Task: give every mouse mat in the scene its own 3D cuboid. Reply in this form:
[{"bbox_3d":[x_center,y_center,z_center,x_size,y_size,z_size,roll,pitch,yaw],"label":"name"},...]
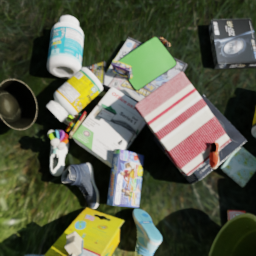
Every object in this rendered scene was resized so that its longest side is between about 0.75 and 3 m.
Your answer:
[{"bbox_3d":[0.753,-2.679,11.599,2.068,0.078,1.664,-33,74,1],"label":"mouse mat"}]

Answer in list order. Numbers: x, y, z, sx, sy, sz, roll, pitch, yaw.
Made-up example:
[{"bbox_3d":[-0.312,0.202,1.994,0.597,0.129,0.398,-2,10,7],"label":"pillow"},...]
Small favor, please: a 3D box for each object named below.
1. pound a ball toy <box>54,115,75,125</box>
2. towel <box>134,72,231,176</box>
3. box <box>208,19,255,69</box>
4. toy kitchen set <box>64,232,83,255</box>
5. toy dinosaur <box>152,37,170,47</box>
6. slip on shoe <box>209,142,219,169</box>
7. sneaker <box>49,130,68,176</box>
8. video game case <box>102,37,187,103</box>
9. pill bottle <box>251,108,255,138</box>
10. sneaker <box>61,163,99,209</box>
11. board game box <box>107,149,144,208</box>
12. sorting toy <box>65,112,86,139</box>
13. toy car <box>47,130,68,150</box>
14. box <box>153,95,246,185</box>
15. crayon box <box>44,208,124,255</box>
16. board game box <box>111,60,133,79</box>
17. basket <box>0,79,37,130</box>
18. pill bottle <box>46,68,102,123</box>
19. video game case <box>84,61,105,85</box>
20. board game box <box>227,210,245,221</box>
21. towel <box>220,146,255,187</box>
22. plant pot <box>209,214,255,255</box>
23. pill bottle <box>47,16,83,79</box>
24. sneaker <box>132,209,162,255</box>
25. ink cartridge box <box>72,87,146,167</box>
[{"bbox_3d":[-2.431,-0.439,11.299,0.916,0.389,0.598,31,51,9],"label":"pound a ball toy"},{"bbox_3d":[1.831,-0.152,9.363,2.103,0.332,2.920,-36,91,-11],"label":"towel"},{"bbox_3d":[4.620,-3.713,12.334,1.828,0.497,2.282,-1,71,0],"label":"box"},{"bbox_3d":[-1.963,3.977,7.995,1.549,1.241,0.912,-29,110,3],"label":"toy kitchen set"},{"bbox_3d":[1.399,-3.795,12.408,0.676,0.509,0.996,-19,25,-33],"label":"toy dinosaur"},{"bbox_3d":[2.759,0.879,9.046,0.335,0.277,0.905,-4,67,44],"label":"slip on shoe"},{"bbox_3d":[-2.662,0.878,10.546,0.674,0.792,1.791,-1,73,-1],"label":"sneaker"},{"bbox_3d":[0.650,-2.248,11.889,2.887,0.368,2.609,27,72,9],"label":"video game case"},{"bbox_3d":[5.599,-0.662,10.821,1.269,1.269,2.221,18,68,6],"label":"pill bottle"},{"bbox_3d":[-1.717,2.087,9.894,0.639,1.215,1.682,-30,68,33],"label":"sneaker"},{"bbox_3d":[-0.063,1.775,9.770,0.325,1.277,1.886,-7,70,44],"label":"board game box"},{"bbox_3d":[-1.977,-0.125,10.327,0.324,1.918,0.925,33,76,-6],"label":"sorting toy"},{"bbox_3d":[-2.417,0.357,9.791,0.565,0.754,0.659,-38,50,6],"label":"toy car"},{"bbox_3d":[2.558,0.456,10.367,2.301,1.426,2.262,-36,77,-12],"label":"box"},{"bbox_3d":[-1.325,3.746,8.948,1.585,0.634,2.496,13,28,22],"label":"crayon box"},{"bbox_3d":[-0.239,-2.349,11.313,0.817,0.675,0.232,23,75,15],"label":"board game box"},{"bbox_3d":[-4.398,-0.833,10.414,1.341,1.971,1.777,-22,105,-34],"label":"basket"},{"bbox_3d":[-2.078,-1.217,10.707,1.163,1.163,2.062,43,80,13],"label":"pill bottle"},{"bbox_3d":[-1.425,-2.193,11.742,0.996,0.141,1.102,-11,63,23],"label":"video game case"},{"bbox_3d":[3.894,3.375,10.012,0.604,0.185,0.797,2,71,1],"label":"board game box"},{"bbox_3d":[4.275,1.431,10.635,1.076,0.303,1.257,41,76,14],"label":"towel"},{"bbox_3d":[4.279,4.520,8.555,2.622,2.761,2.761,30,73,-3],"label":"plant pot"},{"bbox_3d":[-2.604,-3.434,11.778,1.362,1.362,2.459,1,70,0],"label":"pill bottle"},{"bbox_3d":[0.444,3.646,9.571,0.662,1.665,1.087,12,109,-25],"label":"sneaker"},{"bbox_3d":[-0.602,-0.030,10.726,1.838,1.061,2.516,33,75,10],"label":"ink cartridge box"}]
